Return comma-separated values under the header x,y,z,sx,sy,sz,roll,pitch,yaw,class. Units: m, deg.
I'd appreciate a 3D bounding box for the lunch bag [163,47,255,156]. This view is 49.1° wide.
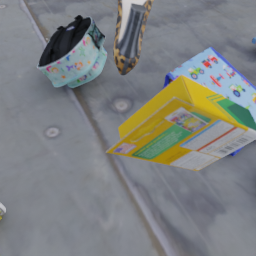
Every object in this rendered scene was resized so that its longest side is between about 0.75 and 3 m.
x,y,z,sx,sy,sz,roll,pitch,yaw,class
2.711,-0.713,8.100,2.217,1.385,2.945,-35,66,-31,lunch bag

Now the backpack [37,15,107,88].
x,y,z,sx,sy,sz,roll,pitch,yaw,class
-1.768,-2.272,8.947,1.963,1.665,2.211,-17,36,25,backpack

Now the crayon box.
x,y,z,sx,sy,sz,roll,pitch,yaw,class
0.905,0.018,4.521,2.279,1.433,0.588,16,48,-39,crayon box

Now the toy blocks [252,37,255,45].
x,y,z,sx,sy,sz,roll,pitch,yaw,class
5.496,-3.153,10.663,1.583,0.791,1.082,-10,38,-14,toy blocks

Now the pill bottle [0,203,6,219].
x,y,z,sx,sy,sz,roll,pitch,yaw,class
-3.175,2.069,5.840,0.653,0.653,1.173,15,50,14,pill bottle

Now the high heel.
x,y,z,sx,sy,sz,roll,pitch,yaw,class
0.025,-2.419,6.768,0.822,1.640,2.301,11,41,-7,high heel
